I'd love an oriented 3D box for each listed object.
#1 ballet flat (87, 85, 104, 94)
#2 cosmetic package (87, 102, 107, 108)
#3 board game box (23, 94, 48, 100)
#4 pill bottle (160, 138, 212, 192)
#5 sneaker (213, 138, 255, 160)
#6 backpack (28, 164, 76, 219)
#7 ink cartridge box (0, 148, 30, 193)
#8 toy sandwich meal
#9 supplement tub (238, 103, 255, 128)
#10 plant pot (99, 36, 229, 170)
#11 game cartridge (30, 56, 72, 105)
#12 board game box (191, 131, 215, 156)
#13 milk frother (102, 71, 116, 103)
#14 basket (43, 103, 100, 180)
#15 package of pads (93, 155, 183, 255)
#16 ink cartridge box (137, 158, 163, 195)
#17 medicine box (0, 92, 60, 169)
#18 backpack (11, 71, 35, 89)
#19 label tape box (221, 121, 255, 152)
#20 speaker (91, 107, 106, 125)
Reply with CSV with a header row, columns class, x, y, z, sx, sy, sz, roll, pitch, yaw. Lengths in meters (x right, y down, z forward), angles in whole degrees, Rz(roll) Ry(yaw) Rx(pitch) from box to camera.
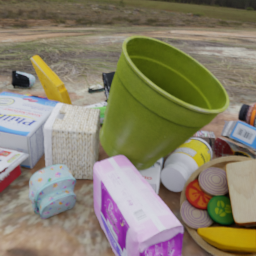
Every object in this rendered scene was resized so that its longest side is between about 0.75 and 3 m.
class,x,y,z,sx,sy,sz,roll,pitch,yaw
ballet flat,-1.730,-2.167,15.454,1.085,0.371,0.369,-17,29,-32
cosmetic package,-1.470,-0.761,12.489,1.587,0.402,0.655,-19,30,-33
board game box,-4.640,-0.933,12.688,1.581,0.542,1.912,9,27,22
pill bottle,1.652,1.052,8.012,1.003,1.003,1.802,16,29,30
sneaker,3.446,0.842,9.039,0.691,0.654,1.681,-1,27,-32
backpack,-1.803,1.513,6.769,1.094,1.245,0.954,-14,45,-30
ink cartridge box,-3.873,1.373,7.515,1.757,0.839,2.002,8,27,15
toy sandwich meal,2.370,1.519,5.937,2.675,0.916,2.675,-11,50,14
supplement tub,5.408,-0.389,10.951,1.990,1.064,1.064,20,32,35
plant pot,0.554,-0.371,6.882,2.669,2.570,2.669,20,37,-16
game cartridge,-2.868,-1.404,11.131,0.410,2.227,2.527,-33,53,-20
board game box,2.367,0.531,9.385,0.938,0.748,0.454,2,26,6
milk frother,0.327,-1.146,8.993,2.145,2.058,2.280,-14,29,-8
basket,-1.620,0.383,8.465,1.437,1.786,1.770,3,27,-2
package of pads,0.057,1.831,5.746,0.973,1.549,2.571,-11,27,-21
ink cartridge box,0.226,1.236,7.863,1.369,0.803,1.869,7,25,9
medicine box,-3.795,-0.029,9.491,2.279,1.288,2.502,11,30,6
backpack,-5.984,-2.735,16.014,1.232,1.028,0.780,13,24,13
label tape box,3.592,0.282,8.585,1.275,0.559,1.768,26,4,6
speaker,-1.064,-0.510,11.537,1.816,0.803,0.803,-5,26,-11
